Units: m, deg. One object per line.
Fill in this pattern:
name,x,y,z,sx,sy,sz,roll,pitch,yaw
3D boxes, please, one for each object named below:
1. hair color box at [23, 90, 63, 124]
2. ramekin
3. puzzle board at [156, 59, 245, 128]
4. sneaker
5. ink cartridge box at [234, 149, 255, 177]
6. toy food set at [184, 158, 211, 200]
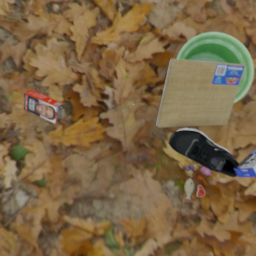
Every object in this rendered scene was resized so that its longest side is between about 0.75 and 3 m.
hair color box,-2.441,-0.615,8.026,1.099,0.336,0.558,22,122,13
ramekin,3.150,-2.053,10.848,2.857,1.395,2.857,0,83,1
puzzle board,2.241,-1.019,8.645,2.749,0.239,2.071,-2,116,-25
sneaker,2.369,0.753,8.311,2.392,1.047,0.906,22,104,-18
ink cartridge box,3.665,0.893,7.860,1.383,0.650,0.306,-31,96,-29
toy food set,2.694,1.938,10.773,1.034,0.256,1.627,1,80,0
